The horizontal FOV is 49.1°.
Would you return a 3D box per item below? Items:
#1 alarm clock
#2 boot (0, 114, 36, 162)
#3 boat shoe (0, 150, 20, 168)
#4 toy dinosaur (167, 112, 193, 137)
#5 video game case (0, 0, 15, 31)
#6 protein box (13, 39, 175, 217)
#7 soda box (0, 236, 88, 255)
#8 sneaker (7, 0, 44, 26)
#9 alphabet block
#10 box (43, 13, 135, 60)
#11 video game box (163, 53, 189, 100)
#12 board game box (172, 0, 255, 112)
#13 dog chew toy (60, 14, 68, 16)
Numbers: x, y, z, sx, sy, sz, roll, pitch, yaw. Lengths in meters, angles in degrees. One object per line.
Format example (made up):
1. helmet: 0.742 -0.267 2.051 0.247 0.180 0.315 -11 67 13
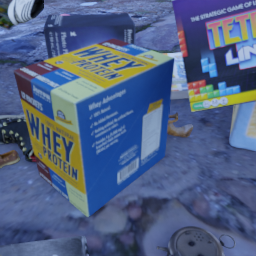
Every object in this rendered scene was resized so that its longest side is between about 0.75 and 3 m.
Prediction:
1. alarm clock: 1.355 2.252 5.140 1.460 0.486 0.985 -11 36 -20
2. boot: -3.054 0.315 7.659 2.096 0.757 1.583 -16 40 -21
3. boat shoe: -3.355 0.837 7.255 1.000 0.338 0.360 -20 39 -26
4. toy dinosaur: 0.536 -0.224 8.166 2.739 1.455 0.827 14 45 9
5. video game case: -3.769 -3.711 8.433 1.617 0.195 1.774 -32 -9 20
6. protein box: -0.597 -0.171 6.497 1.914 2.837 2.816 28 43 34
7. soda box: -1.805 2.440 4.610 2.285 0.724 0.809 -5 35 -7
8. sneaker: -2.586 -3.427 7.396 0.886 0.581 1.539 -5 71 13
9. alphabet block: 4.696 -1.122 7.864 2.934 2.918 2.988 14 36 16
10. box: -1.217 -2.306 9.615 2.769 2.792 1.720 -6 34 -7
11. video game box: 1.871 -2.019 10.694 2.259 0.529 2.058 -5 52 -6
12. board game box: 2.031 -1.403 4.614 2.303 1.904 0.653 -11 7 16
13. dog chew toy: -3.069 -5.815 16.133 2.051 1.277 1.277 4 34 -9
